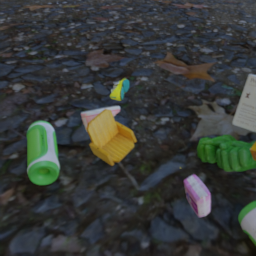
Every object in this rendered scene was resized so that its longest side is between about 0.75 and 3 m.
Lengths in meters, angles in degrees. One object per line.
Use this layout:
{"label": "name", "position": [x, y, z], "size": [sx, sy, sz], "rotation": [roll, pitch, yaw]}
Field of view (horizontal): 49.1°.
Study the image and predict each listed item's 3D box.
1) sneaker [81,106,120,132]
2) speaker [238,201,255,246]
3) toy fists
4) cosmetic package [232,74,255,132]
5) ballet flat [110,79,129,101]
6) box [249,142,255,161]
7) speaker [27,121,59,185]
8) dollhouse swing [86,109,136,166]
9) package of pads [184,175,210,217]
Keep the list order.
{"label": "sneaker", "position": [-0.913, -0.266, 10.012], "size": [0.634, 0.880, 1.684], "rotation": [-5, 9, 44]}
{"label": "speaker", "position": [4.202, 3.290, 7.394], "size": [1.237, 1.237, 2.798], "rotation": [-12, 39, -15]}
{"label": "toy fists", "position": [3.530, 0.838, 9.984], "size": [1.443, 0.974, 2.832], "rotation": [-18, 14, -15]}
{"label": "cosmetic package", "position": [5.066, -0.834, 10.320], "size": [1.604, 1.917, 1.595], "rotation": [22, 18, 31]}
{"label": "ballet flat", "position": [-0.342, -1.459, 10.533], "size": [0.520, 0.519, 1.552], "rotation": [-2, 30, 13]}
{"label": "box", "position": [4.603, 0.497, 7.056], "size": [1.466, 0.511, 2.462], "rotation": [-44, 32, -18]}
{"label": "speaker", "position": [-3.240, 0.865, 10.572], "size": [1.164, 1.164, 2.633], "rotation": [-10, 39, -13]}
{"label": "dollhouse swing", "position": [-0.526, 0.233, 9.070], "size": [1.182, 1.144, 1.301], "rotation": [30, 55, 27]}
{"label": "package of pads", "position": [1.934, 1.913, 7.784], "size": [0.462, 1.221, 0.736], "rotation": [-26, 49, -5]}
